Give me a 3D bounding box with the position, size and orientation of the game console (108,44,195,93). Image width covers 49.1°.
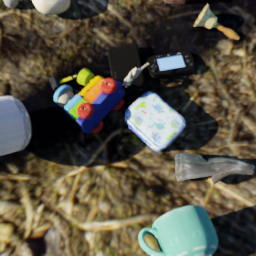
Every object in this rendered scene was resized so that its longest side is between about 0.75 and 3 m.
[{"bbox_3d":[0.804,-2.173,9.551,2.858,0.345,1.686,-10,74,-3],"label":"game console"}]

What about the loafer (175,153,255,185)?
[{"bbox_3d":[2.546,1.281,8.325,2.339,0.851,0.845,4,81,11],"label":"loafer"}]

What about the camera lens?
[{"bbox_3d":[-3.963,0.027,7.858,2.092,1.673,1.673,-17,68,-49],"label":"camera lens"}]

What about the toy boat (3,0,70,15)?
[{"bbox_3d":[-3.322,-4.886,10.092,2.376,1.104,1.997,-9,78,-11],"label":"toy boat"}]

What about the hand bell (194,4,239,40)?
[{"bbox_3d":[3.225,-3.552,9.900,1.597,0.831,0.831,30,75,-5],"label":"hand bell"}]

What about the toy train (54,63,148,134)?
[{"bbox_3d":[-0.890,-1.386,8.972,1.687,1.234,2.916,36,76,24],"label":"toy train"}]

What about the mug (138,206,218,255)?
[{"bbox_3d":[1.382,2.968,7.286,1.849,1.520,1.144,-28,50,10],"label":"mug"}]

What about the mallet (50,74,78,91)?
[{"bbox_3d":[-1.997,-1.719,9.493,1.350,0.278,0.444,-28,71,-13],"label":"mallet"}]

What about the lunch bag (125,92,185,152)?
[{"bbox_3d":[0.790,-0.183,8.766,1.690,0.697,1.359,43,76,11],"label":"lunch bag"}]

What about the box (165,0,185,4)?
[{"bbox_3d":[1.754,-5.091,10.125,0.752,0.916,0.760,3,74,1],"label":"box"}]
